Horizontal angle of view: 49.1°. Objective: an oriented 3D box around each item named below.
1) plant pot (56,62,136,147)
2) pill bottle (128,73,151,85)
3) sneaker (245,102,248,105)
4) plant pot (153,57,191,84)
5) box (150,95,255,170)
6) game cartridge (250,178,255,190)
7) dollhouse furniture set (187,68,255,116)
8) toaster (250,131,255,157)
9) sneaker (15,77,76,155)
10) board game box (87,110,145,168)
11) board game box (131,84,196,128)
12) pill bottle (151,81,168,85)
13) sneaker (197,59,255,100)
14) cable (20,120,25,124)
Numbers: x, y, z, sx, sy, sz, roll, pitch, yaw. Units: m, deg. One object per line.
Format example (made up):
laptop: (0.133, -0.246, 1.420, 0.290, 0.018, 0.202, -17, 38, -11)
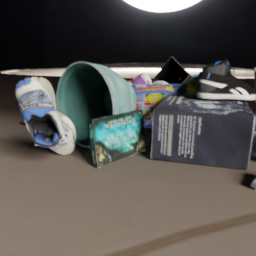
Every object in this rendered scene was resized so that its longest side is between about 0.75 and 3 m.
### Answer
plant pot: (-0.862, -0.846, 9.394, 2.676, 2.676, 1.793, 13, 18, 39)
pill bottle: (0.441, -2.422, 16.491, 1.741, 0.970, 0.970, -36, 29, -19)
sneaker: (4.628, -1.060, 13.004, 1.611, 0.610, 0.931, -5, 19, 6)
plant pot: (2.836, -2.739, 16.245, 1.557, 1.755, 1.751, 9, 39, -49)
box: (2.225, -0.031, 8.545, 2.625, 1.541, 2.582, 6, 17, 14)
game cartridge: (3.483, 1.253, 6.127, 1.284, 0.260, 0.856, 14, 26, 40)
dollhouse furniture set: (3.564, -0.504, 9.362, 2.822, 2.664, 1.841, -11, 26, 8)
toaster: (4.075, 0.499, 8.018, 1.439, 0.818, 0.929, -8, 13, -14)
sneaker: (-2.064, 0.100, 7.192, 1.097, 2.848, 1.213, -18, 55, 0)
board game box: (-0.260, 0.258, 7.937, 1.907, 1.290, 0.269, -15, 15, -42)
board game box: (1.366, -0.785, 10.676, 2.883, 1.951, 0.497, -1, 50, -7)
pill bottle: (1.414, -1.263, 12.495, 1.323, 1.323, 2.387, 1, 28, 5)
sneaker: (3.244, -1.497, 8.684, 2.176, 1.217, 0.795, -1, 13, -11)
cable: (-4.137, -0.223, 11.817, 0.800, 0.203, 0.653, -5, 21, -24)
